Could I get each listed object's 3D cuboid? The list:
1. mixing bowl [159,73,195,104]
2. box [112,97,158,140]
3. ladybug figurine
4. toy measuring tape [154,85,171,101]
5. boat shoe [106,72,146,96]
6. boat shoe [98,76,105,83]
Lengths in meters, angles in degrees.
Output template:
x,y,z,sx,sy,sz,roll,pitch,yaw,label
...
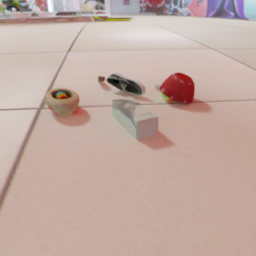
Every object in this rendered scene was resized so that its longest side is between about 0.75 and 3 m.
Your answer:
x,y,z,sx,sy,sz,roll,pitch,yaw,label
2.159,-1.765,11.695,1.569,0.850,1.569,15,31,-9,mixing bowl
0.185,-0.399,9.687,0.838,0.697,2.040,-13,30,-24,box
-2.550,-1.003,10.863,1.294,0.686,1.907,-10,29,-19,ladybug figurine
1.539,-1.577,12.128,0.743,0.743,2.021,-14,16,-25,toy measuring tape
-0.129,-1.867,12.486,2.002,0.708,0.637,28,47,33,boat shoe
-1.285,-2.348,13.639,0.346,0.365,0.965,0,10,-2,boat shoe
